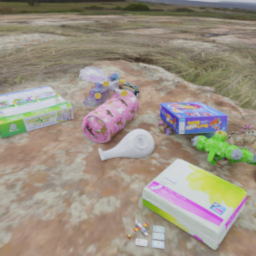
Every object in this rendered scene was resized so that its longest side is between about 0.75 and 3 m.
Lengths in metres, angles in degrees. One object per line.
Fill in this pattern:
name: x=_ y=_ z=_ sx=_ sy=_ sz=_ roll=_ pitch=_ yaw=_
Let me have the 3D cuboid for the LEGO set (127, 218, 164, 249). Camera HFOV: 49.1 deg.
LEGO set: x=0.420 y=2.438 z=6.499 sx=0.853 sy=0.209 sz=0.637 roll=6 pitch=28 yaw=6

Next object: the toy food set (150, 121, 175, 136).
toy food set: x=1.656 y=-0.069 z=11.013 sx=1.473 sy=0.232 sz=0.936 roll=-12 pitch=31 yaw=-21

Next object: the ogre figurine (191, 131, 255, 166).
ogre figurine: x=2.893 y=0.686 z=8.711 sx=2.131 sy=1.046 sz=1.278 roll=42 pitch=13 yaw=34

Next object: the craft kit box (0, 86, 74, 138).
craft kit box: x=-4.281 y=-0.832 z=11.997 sx=2.967 sy=0.720 sz=2.930 roll=-17 pitch=31 yaw=-28

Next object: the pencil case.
pencil case: x=-0.622 y=-0.508 z=10.859 sx=1.223 sy=1.170 sz=2.826 roll=-2 pitch=26 yaw=27

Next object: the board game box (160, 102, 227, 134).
board game box: x=2.358 y=-0.446 z=10.695 sx=1.756 sy=0.585 sz=2.612 roll=-3 pitch=16 yaw=-6

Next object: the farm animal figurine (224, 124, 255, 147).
farm animal figurine: x=3.771 y=0.398 z=9.568 sx=1.311 sy=0.659 sz=1.059 roll=-12 pitch=11 yaw=5

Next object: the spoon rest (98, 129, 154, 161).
spoon rest: x=-0.054 y=0.641 z=9.252 sx=1.972 sy=0.598 sz=0.980 roll=-15 pitch=76 yaw=-21

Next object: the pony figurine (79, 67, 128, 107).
pony figurine: x=-1.004 y=-1.687 z=11.713 sx=2.017 sy=1.740 sz=2.089 roll=-6 pitch=16 yaw=-4

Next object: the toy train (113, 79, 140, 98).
toy train: x=-0.111 y=-1.863 z=13.697 sx=1.395 sy=0.594 sz=0.795 roll=23 pitch=38 yaw=-6

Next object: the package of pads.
package of pads: x=1.670 y=1.762 z=7.102 sx=2.152 sy=0.734 sz=1.663 roll=24 pitch=41 yaw=35

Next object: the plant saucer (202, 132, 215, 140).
plant saucer: x=3.079 y=0.309 z=10.188 sx=0.965 sy=0.173 sz=0.965 roll=12 pitch=38 yaw=-10
